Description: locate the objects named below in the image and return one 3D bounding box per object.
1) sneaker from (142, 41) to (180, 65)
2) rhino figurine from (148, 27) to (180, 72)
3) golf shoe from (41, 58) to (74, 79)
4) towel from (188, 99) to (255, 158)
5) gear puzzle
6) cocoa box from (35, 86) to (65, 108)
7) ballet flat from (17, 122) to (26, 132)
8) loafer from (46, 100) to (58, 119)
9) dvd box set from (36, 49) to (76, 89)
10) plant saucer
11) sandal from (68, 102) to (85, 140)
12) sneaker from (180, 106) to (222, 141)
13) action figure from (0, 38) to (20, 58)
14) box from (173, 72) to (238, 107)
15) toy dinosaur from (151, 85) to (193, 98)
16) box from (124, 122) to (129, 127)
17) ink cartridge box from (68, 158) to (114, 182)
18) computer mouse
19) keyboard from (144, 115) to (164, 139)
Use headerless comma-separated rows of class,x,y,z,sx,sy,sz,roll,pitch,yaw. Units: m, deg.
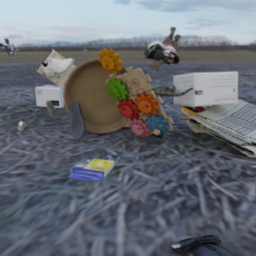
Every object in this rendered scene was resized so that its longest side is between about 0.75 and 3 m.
sneaker,1.013,-2.034,7.827,1.315,0.528,0.568,-13,55,-41
rhino figurine,1.124,-2.433,9.242,0.550,0.805,1.841,22,-24,-12
golf shoe,-2.476,-2.178,9.679,1.331,0.647,0.521,-17,36,30
towel,3.392,-0.196,8.288,2.434,0.420,2.344,-23,40,-32
gear puzzle,0.076,-0.915,7.986,1.546,2.985,0.391,-10,30,42
cocoa box,-3.585,-1.516,13.465,1.382,0.921,0.907,6,18,19
ballet flat,-3.773,-0.092,9.932,0.264,0.249,0.783,-5,17,-15
loafer,-2.988,-0.718,10.985,0.292,0.777,0.271,-28,16,-24
dvd box set,-2.656,-2.219,10.861,1.414,1.034,0.208,33,14,-37
plant saucer,-0.850,-1.015,9.019,2.413,2.413,0.355,-1,15,-3
sandal,-1.556,-0.230,8.711,0.462,1.214,0.260,-12,-14,16
sneaker,2.538,-0.144,9.288,0.773,0.816,1.987,-19,42,-28
action figure,-3.070,-1.989,6.881,0.808,0.280,0.526,4,46,-40
box,2.337,-1.188,8.642,1.455,0.956,1.462,-5,8,-15
toy dinosaur,0.981,-1.076,8.484,2.107,0.500,0.929,2,5,23
box,-0.711,-0.880,10.315,1.779,1.163,1.770,-1,23,-13
ink cartridge box,-0.861,0.959,6.576,0.830,0.197,0.840,5,16,16
computer mouse,1.149,1.762,3.702,0.792,0.302,1.144,-4,17,-17
keyboard,0.642,-0.238,9.128,1.335,0.802,0.171,25,32,34
